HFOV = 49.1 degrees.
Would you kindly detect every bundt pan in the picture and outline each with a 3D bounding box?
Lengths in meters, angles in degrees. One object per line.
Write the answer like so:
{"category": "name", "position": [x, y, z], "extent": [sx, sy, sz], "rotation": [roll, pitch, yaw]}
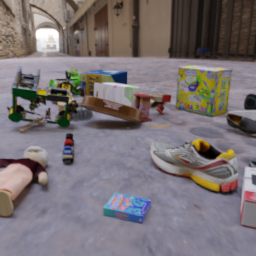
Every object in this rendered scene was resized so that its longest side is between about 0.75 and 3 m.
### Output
{"category": "bundt pan", "position": [-2.132, -0.718, 11.570], "extent": [1.385, 0.520, 1.385], "rotation": [0, 19, 0]}

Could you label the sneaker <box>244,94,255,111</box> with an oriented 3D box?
{"category": "sneaker", "position": [6.014, -0.853, 11.490], "extent": [1.167, 0.976, 2.571], "rotation": [4, 19, -20]}

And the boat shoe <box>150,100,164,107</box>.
{"category": "boat shoe", "position": [1.422, -1.389, 13.604], "extent": [0.461, 0.512, 1.418], "rotation": [37, 41, 28]}

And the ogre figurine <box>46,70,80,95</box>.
{"category": "ogre figurine", "position": [-3.338, -2.580, 16.310], "extent": [1.683, 1.377, 2.806], "rotation": [-10, -5, 31]}

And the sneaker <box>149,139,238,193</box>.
{"category": "sneaker", "position": [1.509, 0.644, 6.637], "extent": [2.354, 0.967, 0.916], "rotation": [15, 23, 42]}

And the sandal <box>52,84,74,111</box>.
{"category": "sandal", "position": [-3.179, -1.668, 13.743], "extent": [1.138, 1.021, 3.103], "rotation": [-6, 19, -19]}

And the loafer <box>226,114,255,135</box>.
{"category": "loafer", "position": [3.848, -0.143, 9.335], "extent": [1.330, 0.484, 0.481], "rotation": [21, -14, 47]}

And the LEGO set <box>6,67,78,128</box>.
{"category": "LEGO set", "position": [-3.040, -1.155, 10.013], "extent": [2.530, 1.946, 1.466], "rotation": [1, 45, -8]}

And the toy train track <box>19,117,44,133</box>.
{"category": "toy train track", "position": [-3.523, -0.073, 10.193], "extent": [0.722, 0.205, 1.258], "rotation": [12, 26, 11]}

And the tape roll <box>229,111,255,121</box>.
{"category": "tape roll", "position": [4.732, -0.460, 10.254], "extent": [2.004, 0.366, 2.004], "rotation": [-1, 2, 0]}

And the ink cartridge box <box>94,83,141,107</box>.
{"category": "ink cartridge box", "position": [-0.519, -1.311, 12.203], "extent": [2.049, 1.200, 0.690], "rotation": [14, 18, 31]}

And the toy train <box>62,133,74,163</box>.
{"category": "toy train", "position": [-1.668, 0.527, 7.894], "extent": [0.302, 0.406, 1.773], "rotation": [2, 17, -11]}

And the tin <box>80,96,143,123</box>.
{"category": "tin", "position": [-0.587, -0.684, 10.398], "extent": [2.341, 0.490, 1.311], "rotation": [15, -8, -1]}

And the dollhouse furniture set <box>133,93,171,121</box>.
{"category": "dollhouse furniture set", "position": [1.064, -0.867, 11.437], "extent": [1.866, 1.004, 0.759], "rotation": [-5, 17, -36]}

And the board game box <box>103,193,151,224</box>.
{"category": "board game box", "position": [-0.010, 1.498, 5.285], "extent": [0.764, 0.172, 0.581], "rotation": [6, 19, 18]}

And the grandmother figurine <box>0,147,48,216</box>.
{"category": "grandmother figurine", "position": [-2.415, 1.003, 6.151], "extent": [1.403, 0.701, 2.314], "rotation": [24, 16, 1]}

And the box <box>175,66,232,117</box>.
{"category": "box", "position": [3.262, -1.678, 12.314], "extent": [1.208, 1.907, 1.980], "rotation": [-14, 23, -38]}

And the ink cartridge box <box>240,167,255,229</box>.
{"category": "ink cartridge box", "position": [2.653, 1.311, 5.220], "extent": [0.972, 0.564, 1.348], "rotation": [7, 19, 21]}

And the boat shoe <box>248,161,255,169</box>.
{"category": "boat shoe", "position": [3.252, 1.072, 6.158], "extent": [0.481, 0.445, 1.302], "rotation": [-9, 20, -27]}

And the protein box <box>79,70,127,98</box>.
{"category": "protein box", "position": [-1.346, -2.476, 15.741], "extent": [1.972, 1.330, 1.957], "rotation": [9, 20, 25]}
